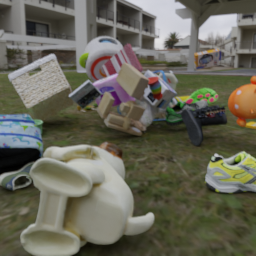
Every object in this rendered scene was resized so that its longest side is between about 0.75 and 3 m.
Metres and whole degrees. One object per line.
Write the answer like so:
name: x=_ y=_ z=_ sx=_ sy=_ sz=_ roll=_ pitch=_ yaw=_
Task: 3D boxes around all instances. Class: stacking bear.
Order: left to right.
stacking bear: x=1.005 y=-1.386 z=10.143 sx=0.471 sy=0.829 sz=0.503 roll=-10 pitch=33 yaw=22

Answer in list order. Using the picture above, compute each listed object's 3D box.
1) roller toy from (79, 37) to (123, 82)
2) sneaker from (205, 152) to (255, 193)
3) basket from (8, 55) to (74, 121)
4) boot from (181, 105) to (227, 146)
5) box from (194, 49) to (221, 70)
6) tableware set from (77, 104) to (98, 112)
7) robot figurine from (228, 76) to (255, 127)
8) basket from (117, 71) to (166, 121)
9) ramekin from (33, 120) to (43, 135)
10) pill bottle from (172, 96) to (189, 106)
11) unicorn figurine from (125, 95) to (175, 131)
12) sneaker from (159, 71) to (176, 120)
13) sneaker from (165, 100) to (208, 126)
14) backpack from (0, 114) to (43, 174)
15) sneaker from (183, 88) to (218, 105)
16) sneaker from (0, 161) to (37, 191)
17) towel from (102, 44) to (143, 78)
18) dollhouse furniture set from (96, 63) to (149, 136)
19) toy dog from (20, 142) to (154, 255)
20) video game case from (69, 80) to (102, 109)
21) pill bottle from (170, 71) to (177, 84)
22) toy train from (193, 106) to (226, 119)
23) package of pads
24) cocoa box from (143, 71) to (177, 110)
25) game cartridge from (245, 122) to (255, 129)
roller toy: x=-1.140 y=-3.393 z=14.147 sx=2.092 sy=2.293 sz=1.603 roll=-28 pitch=47 yaw=17
sneaker: x=2.992 y=1.045 z=6.671 sx=2.230 sy=0.852 sz=0.841 roll=-2 pitch=14 yaw=-7
basket: x=-3.673 y=-1.670 z=12.302 sx=2.141 sy=1.738 sz=2.161 roll=-30 pitch=-12 yaw=-13
boot: x=2.929 y=-0.120 z=10.297 sx=1.718 sy=1.416 sz=0.564 roll=-5 pitch=-21 yaw=-31
box: x=3.254 y=-2.798 z=11.392 sx=1.103 sy=0.656 sz=0.229 roll=-10 pitch=41 yaw=4
tableware set: x=-2.179 y=-1.230 z=16.225 sx=1.675 sy=0.257 sz=1.128 roll=-14 pitch=20 yaw=-41
robot figurine: x=3.922 y=-0.850 z=9.181 sx=1.386 sy=1.124 sz=1.927 roll=-38 pitch=-5 yaw=11
basket: x=0.686 y=-1.326 z=12.793 sx=2.476 sy=2.183 sz=1.722 roll=-6 pitch=4 yaw=36
ramekin: x=-3.892 y=0.040 z=11.026 sx=1.047 sy=0.511 sz=1.047 roll=0 pitch=15 yaw=0
pill bottle: x=2.879 y=-1.161 z=14.637 sx=1.673 sy=0.956 sz=0.956 roll=-8 pitch=17 yaw=-26
unicorn figurine: x=0.931 y=-0.717 z=11.717 sx=2.287 sy=1.571 sz=0.845 roll=-48 pitch=2 yaw=-18
sneaker: x=1.735 y=-1.396 z=12.985 sx=0.873 sy=2.479 sz=1.159 roll=5 pitch=48 yaw=4
sneaker: x=2.436 y=-0.742 z=11.471 sx=1.955 sy=0.833 sz=0.763 roll=-21 pitch=31 yaw=-15
backpack: x=-3.373 y=0.466 z=7.197 sx=2.287 sy=1.866 sz=1.758 roll=7 pitch=52 yaw=-18
sneaker: x=3.160 y=-1.122 z=13.355 sx=2.333 sy=0.895 sz=0.978 roll=-26 pitch=-15 yaw=-3
sneaker: x=-2.517 y=1.229 z=6.945 sx=0.553 sy=0.413 sz=1.233 roll=19 pitch=23 yaw=32
towel: x=-0.275 y=-2.529 z=11.912 sx=1.801 sy=1.297 sz=0.205 roll=-30 pitch=-8 yaw=39
dollhouse furniture set: x=0.315 y=-0.957 z=10.608 sx=1.830 sy=2.245 sz=2.135 roll=17 pitch=21 yaw=-30
toy dog: x=-0.661 y=1.030 z=5.374 sx=2.276 sy=1.638 sz=2.347 roll=3 pitch=13 yaw=0
video game case: x=-1.441 y=-1.113 z=9.501 sx=0.865 sy=0.786 sz=0.101 roll=-37 pitch=48 yaw=7
pill bottle: x=1.749 y=-2.166 z=13.586 sx=1.194 sy=0.671 sz=0.671 roll=-32 pitch=9 yaw=14
toy train: x=2.825 y=-0.510 z=9.631 sx=1.504 sy=0.344 sz=0.257 roll=-10 pitch=2 yaw=-31
package of pads: x=-0.569 y=-1.535 z=11.729 sx=2.088 sy=1.258 sz=0.790 roll=-10 pitch=22 yaw=45
cocoa box: x=1.143 y=-1.542 z=11.498 sx=0.879 sy=0.893 sz=1.339 roll=12 pitch=33 yaw=-50
game cartridge: x=5.627 y=-0.086 z=12.215 sx=0.763 sy=0.140 sz=0.866 roll=-14 pitch=22 yaw=-42
